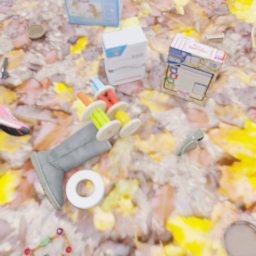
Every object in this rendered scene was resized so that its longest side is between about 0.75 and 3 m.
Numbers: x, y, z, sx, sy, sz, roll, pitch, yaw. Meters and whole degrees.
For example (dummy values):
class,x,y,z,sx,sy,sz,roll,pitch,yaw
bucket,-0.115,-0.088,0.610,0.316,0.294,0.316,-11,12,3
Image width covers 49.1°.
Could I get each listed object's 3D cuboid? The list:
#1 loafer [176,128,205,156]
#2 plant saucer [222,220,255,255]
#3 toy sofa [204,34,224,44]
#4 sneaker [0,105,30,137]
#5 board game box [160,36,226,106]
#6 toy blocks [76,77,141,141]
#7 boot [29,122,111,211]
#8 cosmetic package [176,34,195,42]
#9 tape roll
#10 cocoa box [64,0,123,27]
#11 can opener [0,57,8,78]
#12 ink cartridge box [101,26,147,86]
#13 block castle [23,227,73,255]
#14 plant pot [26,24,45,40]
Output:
class,x,y,z,sx,sy,sz,roll,pitch,yaw
loafer,2.400,0.585,10.637,0.516,0.557,1.482,40,67,20
plant saucer,3.807,3.797,9.214,1.442,0.248,1.442,0,63,1
toy sofa,4.052,-4.245,13.213,0.856,0.355,0.418,-6,64,-3
sneaker,-4.880,-0.445,10.999,2.407,0.887,1.044,17,63,9
board game box,2.395,-2.099,10.867,1.959,2.586,0.599,22,61,10
toy blocks,-1.054,-0.910,10.639,2.313,1.008,2.775,-6,52,-54
boot,-1.887,1.290,10.183,2.809,1.019,2.554,-22,69,-19
cosmetic package,2.350,-3.445,12.442,0.823,0.998,0.824,23,66,11
tape roll,-1.524,2.190,10.023,1.354,0.247,1.354,0,63,1
cocoa box,-1.594,-6.087,13.372,2.549,1.700,1.672,6,63,3
can opener,-5.517,-2.658,12.498,0.363,0.288,1.093,16,60,-32
ink cartridge box,-0.157,-2.906,11.502,1.595,2.199,0.921,-15,62,-7
block castle,-2.513,3.931,8.915,1.393,0.653,0.931,-29,67,-14
plant pot,-4.357,-4.489,13.311,0.861,0.397,0.861,0,64,-1
